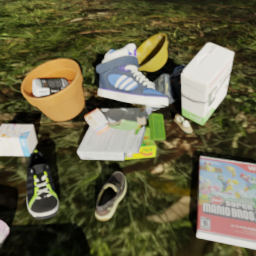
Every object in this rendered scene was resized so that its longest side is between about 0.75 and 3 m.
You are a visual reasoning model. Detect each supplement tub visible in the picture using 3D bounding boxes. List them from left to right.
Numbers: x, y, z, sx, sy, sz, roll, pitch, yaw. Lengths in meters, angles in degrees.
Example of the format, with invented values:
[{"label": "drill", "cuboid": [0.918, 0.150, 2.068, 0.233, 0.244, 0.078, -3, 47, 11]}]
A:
[{"label": "supplement tub", "cuboid": [-2.962, -1.496, 11.061, 1.461, 0.895, 0.895, -6, 35, -26]}]

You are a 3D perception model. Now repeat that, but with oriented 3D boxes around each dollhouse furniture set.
[{"label": "dollhouse furniture set", "cuboid": [0.274, 0.094, 8.202, 0.919, 0.710, 1.839, 3, -10, -41]}]

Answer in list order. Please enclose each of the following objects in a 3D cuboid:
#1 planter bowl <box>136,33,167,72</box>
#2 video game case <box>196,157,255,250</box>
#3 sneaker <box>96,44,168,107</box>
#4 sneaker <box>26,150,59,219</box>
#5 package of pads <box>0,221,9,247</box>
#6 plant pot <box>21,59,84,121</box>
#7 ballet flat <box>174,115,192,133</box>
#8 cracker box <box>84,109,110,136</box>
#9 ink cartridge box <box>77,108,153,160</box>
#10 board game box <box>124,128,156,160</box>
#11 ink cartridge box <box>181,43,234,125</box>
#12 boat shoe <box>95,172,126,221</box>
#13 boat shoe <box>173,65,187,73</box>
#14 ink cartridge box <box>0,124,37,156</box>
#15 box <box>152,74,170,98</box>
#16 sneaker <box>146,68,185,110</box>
[{"label": "planter bowl", "cuboid": [0.987, -2.797, 11.121, 1.826, 0.760, 1.826, -32, 34, 26]}, {"label": "video game case", "cuboid": [3.080, 2.009, 8.043, 2.119, 0.259, 2.964, 8, 36, 10]}, {"label": "sneaker", "cuboid": [0.212, -1.878, 9.605, 2.782, 2.037, 1.121, 14, 4, 30]}, {"label": "sneaker", "cuboid": [-2.607, 1.539, 8.078, 0.843, 0.974, 2.352, -14, 38, -19]}, {"label": "package of pads", "cuboid": [-3.699, 2.929, 6.372, 1.118, 0.702, 1.855, 8, 36, 7]}, {"label": "plant pot", "cuboid": [-2.797, -1.380, 11.251, 2.365, 1.656, 2.365, -9, 46, 10]}, {"label": "ballet flat", "cuboid": [2.159, -0.188, 11.051, 0.371, 0.344, 1.053, -19, 40, -24]}, {"label": "cracker box", "cuboid": [-1.034, -0.201, 9.512, 0.553, 0.238, 0.825, -32, 61, -17]}, {"label": "ink cartridge box", "cuboid": [-0.370, 0.171, 9.616, 2.197, 0.476, 2.157, 1, 44, 22]}, {"label": "board game box", "cuboid": [0.254, 0.241, 10.308, 1.078, 0.505, 2.122, -5, 36, -7]}, {"label": "ink cartridge box", "cuboid": [2.915, -1.586, 10.564, 1.050, 2.499, 1.818, 32, 70, 26]}, {"label": "boat shoe", "cuboid": [-0.457, 1.826, 8.033, 0.635, 0.562, 1.735, 8, 36, 11]}, {"label": "boat shoe", "cuboid": [2.910, -2.991, 14.827, 0.644, 0.502, 1.419, 16, 36, 28]}, {"label": "ink cartridge box", "cuboid": [-3.993, 0.425, 9.787, 1.281, 0.802, 0.823, 1, 36, 0]}, {"label": "box", "cuboid": [1.249, -1.486, 11.012, 0.293, 1.148, 0.905, 5, 75, -19]}, {"label": "sneaker", "cuboid": [1.895, -1.647, 11.851, 2.591, 1.016, 1.029, -41, 33, -12]}]
